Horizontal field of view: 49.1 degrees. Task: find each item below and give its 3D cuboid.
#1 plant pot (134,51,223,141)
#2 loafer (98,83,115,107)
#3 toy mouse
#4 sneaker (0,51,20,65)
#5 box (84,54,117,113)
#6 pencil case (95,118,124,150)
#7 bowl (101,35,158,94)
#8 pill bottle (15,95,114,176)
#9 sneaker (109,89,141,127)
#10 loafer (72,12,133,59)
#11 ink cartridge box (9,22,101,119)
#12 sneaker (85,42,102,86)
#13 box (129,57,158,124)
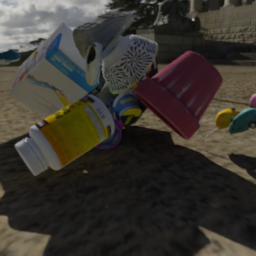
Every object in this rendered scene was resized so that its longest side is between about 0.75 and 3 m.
[{"bbox_3d":[1.524,-1.018,7.981,2.118,1.895,2.118,41,2,-2],"label":"plant pot"},{"bbox_3d":[-0.622,-1.339,9.702,0.519,1.484,0.518,27,-17,-1],"label":"loafer"},{"bbox_3d":[3.322,-0.465,7.600,2.353,0.455,2.091,-35,10,-21],"label":"toy mouse"},{"bbox_3d":[-3.569,-2.049,8.265,0.843,0.323,0.341,-6,-8,5],"label":"sneaker"},{"bbox_3d":[-0.746,-2.047,11.504,0.615,2.675,2.126,27,12,-48],"label":"box"},{"bbox_3d":[-0.956,-0.133,8.771,1.101,1.014,2.383,-27,22,-9],"label":"pencil case"},{"bbox_3d":[-0.181,-2.099,8.412,0.952,2.028,2.028,37,-2,-28],"label":"bowl"},{"bbox_3d":[-1.470,0.187,6.611,2.150,1.175,1.175,-34,30,-23],"label":"pill bottle"},{"bbox_3d":[-0.202,-0.564,9.223,0.854,0.950,2.311,-15,-12,-21],"label":"sneaker"},{"bbox_3d":[-0.727,-3.078,9.074,0.955,0.953,2.732,19,43,32],"label":"loafer"},{"bbox_3d":[-2.624,-1.961,10.300,2.680,1.939,1.973,-34,37,25],"label":"ink cartridge box"},{"bbox_3d":[-1.073,-1.824,8.077,0.465,1.273,0.451,17,22,21],"label":"sneaker"},{"bbox_3d":[0.379,-1.523,10.030,0.540,2.347,1.865,27,65,26],"label":"box"}]
